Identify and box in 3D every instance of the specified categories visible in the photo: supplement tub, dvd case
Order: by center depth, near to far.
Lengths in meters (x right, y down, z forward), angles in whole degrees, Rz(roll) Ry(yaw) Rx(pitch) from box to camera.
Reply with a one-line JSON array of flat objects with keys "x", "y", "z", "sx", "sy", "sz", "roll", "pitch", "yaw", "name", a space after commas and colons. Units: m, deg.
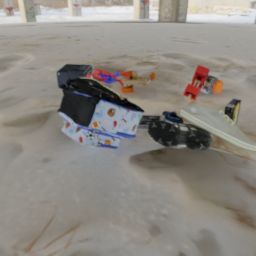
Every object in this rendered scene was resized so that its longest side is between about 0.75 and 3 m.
[{"x": 0.763, "y": -0.247, "z": 11.467, "sx": 1.386, "sy": 0.171, "sz": 1.041, "roll": 3, "pitch": 27, "yaw": 13, "name": "dvd case"}, {"x": 4.147, "y": -2.316, "z": 14.763, "sx": 0.938, "sy": 0.938, "sz": 1.530, "roll": -21, "pitch": 33, "yaw": -35, "name": "supplement tub"}]

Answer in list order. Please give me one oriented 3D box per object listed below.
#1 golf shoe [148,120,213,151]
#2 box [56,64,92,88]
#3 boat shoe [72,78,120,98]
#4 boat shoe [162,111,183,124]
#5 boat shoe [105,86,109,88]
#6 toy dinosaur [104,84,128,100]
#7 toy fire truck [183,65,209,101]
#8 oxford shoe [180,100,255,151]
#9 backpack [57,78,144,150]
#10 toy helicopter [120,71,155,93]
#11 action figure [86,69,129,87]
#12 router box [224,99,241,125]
[{"x": 1.855, "y": 0.246, "z": 10.073, "sx": 2.336, "sy": 0.908, "sz": 1.104, "roll": 17, "pitch": 16, "yaw": 23, "name": "golf shoe"}, {"x": -3.003, "y": -2.933, "z": 15.893, "sx": 1.596, "sy": 0.989, "sz": 1.569, "roll": 4, "pitch": 27, "yaw": 8, "name": "box"}, {"x": -1.196, "y": -1.311, "z": 10.819, "sx": 2.042, "sy": 0.747, "sz": 0.640, "roll": 23, "pitch": 41, "yaw": -26, "name": "boat shoe"}, {"x": 1.917, "y": -0.483, "z": 11.721, "sx": 0.555, "sy": 0.453, "sz": 1.318, "roll": -16, "pitch": 31, "yaw": -29, "name": "boat shoe"}, {"x": -1.179, "y": -1.528, "z": 11.695, "sx": 0.843, "sy": 0.288, "sz": 0.311, "roll": -13, "pitch": 29, "yaw": 12, "name": "boat shoe"}, {"x": -1.047, "y": -1.160, "z": 11.783, "sx": 2.787, "sy": 0.811, "sz": 1.409, "roll": 9, "pitch": 46, "yaw": 2, "name": "toy dinosaur"}, {"x": 2.420, "y": -1.488, "z": 10.067, "sx": 0.464, "sy": 1.342, "sz": 1.904, "roll": 25, "pitch": -7, "yaw": 11, "name": "toy fire truck"}, {"x": 3.233, "y": -0.112, "z": 9.695, "sx": 2.934, "sy": 0.847, "sz": 1.103, "roll": 30, "pitch": 7, "yaw": 9, "name": "oxford shoe"}, {"x": -0.862, "y": -0.348, "z": 9.364, "sx": 2.543, "sy": 2.056, "sz": 2.669, "roll": 7, "pitch": 15, "yaw": -34, "name": "backpack"}, {"x": 0.472, "y": -2.753, "z": 15.583, "sx": 1.848, "sy": 1.102, "sz": 2.794, "roll": -6, "pitch": 18, "yaw": -2, "name": "toy helicopter"}, {"x": -0.905, "y": -2.139, "z": 12.167, "sx": 2.338, "sy": 0.765, "sz": 0.604, "roll": -4, "pitch": 60, "yaw": -48, "name": "action figure"}, {"x": 3.880, "y": -0.356, "z": 10.592, "sx": 0.330, "sy": 1.264, "sz": 0.994, "roll": 17, "pitch": 33, "yaw": 30, "name": "router box"}]
